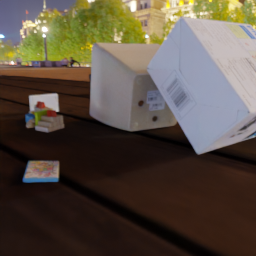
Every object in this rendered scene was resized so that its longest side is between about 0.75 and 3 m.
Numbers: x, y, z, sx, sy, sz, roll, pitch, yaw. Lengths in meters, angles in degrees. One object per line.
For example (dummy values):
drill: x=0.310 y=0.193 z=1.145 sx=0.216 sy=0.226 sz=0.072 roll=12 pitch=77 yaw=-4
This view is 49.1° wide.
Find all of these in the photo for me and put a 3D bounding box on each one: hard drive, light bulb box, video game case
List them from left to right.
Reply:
video game case: x=-1.707 y=0.854 z=5.571 sx=0.624 sy=0.078 sz=0.871 roll=2 pitch=15 yaw=-14
hard drive: x=-3.381 y=-0.960 z=11.279 sx=1.104 sy=0.728 sz=0.147 roll=-10 pitch=18 yaw=-32
light bulb box: x=2.550 y=-1.168 z=7.291 sx=2.866 sy=2.841 sz=1.789 roll=-10 pitch=-27 yaw=-35

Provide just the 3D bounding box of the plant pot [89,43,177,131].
plant pot: x=0.378 y=-1.231 z=9.305 sx=2.635 sy=2.638 sz=2.335 roll=-7 pitch=29 yaw=-25

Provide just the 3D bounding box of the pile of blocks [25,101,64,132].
pile of blocks: x=-3.007 y=-0.477 z=9.437 sx=0.977 sy=0.740 sz=2.380 roll=-10 pitch=17 yaw=-34

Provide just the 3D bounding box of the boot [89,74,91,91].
boot: x=-1.583 y=-2.574 z=16.330 sx=0.636 sy=1.263 sz=1.690 roll=11 pitch=18 yaw=35
